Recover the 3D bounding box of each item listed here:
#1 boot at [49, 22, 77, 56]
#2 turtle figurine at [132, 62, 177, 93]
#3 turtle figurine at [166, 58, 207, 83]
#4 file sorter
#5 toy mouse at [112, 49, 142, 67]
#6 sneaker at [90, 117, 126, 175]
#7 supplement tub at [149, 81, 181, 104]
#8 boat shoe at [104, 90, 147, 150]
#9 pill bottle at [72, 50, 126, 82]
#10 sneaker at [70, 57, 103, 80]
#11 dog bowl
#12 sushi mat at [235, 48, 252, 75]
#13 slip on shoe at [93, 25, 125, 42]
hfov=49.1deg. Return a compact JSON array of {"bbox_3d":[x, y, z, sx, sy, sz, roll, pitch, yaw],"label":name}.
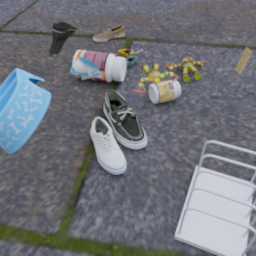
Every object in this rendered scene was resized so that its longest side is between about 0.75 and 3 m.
[{"bbox_3d":[-2.198,-2.926,9.223,0.539,0.962,1.391,25,25,7],"label":"boot"},{"bbox_3d":[0.699,-1.604,8.540,1.406,0.453,1.134,-19,40,3],"label":"turtle figurine"},{"bbox_3d":[2.915,-2.869,13.207,2.028,0.653,1.635,-4,43,-4],"label":"turtle figurine"},{"bbox_3d":[2.520,1.806,7.501,1.768,1.586,2.547,16,45,16],"label":"file sorter"},{"bbox_3d":[-0.268,-3.373,13.954,1.946,0.376,1.729,3,43,3],"label":"toy mouse"},{"bbox_3d":[-0.765,0.544,9.398,0.856,0.830,2.344,-19,46,-20],"label":"sneaker"},{"bbox_3d":[1.512,-1.496,11.590,1.144,0.832,0.832,-14,45,-14],"label":"supplement tub"},{"bbox_3d":[-0.217,-0.376,10.326,1.014,0.913,2.867,-19,46,-20],"label":"boat shoe"},{"bbox_3d":[-1.267,-2.752,12.643,2.208,1.261,1.261,10,44,10],"label":"pill bottle"},{"bbox_3d":[-0.976,-1.357,6.678,0.396,0.418,1.034,50,17,21],"label":"sneaker"},{"bbox_3d":[-2.429,-0.493,5.996,1.457,0.648,2.614,-51,31,4],"label":"dog bowl"},{"bbox_3d":[4.124,-2.385,10.015,0.055,0.915,0.438,7,35,-13],"label":"sushi mat"},{"bbox_3d":[-1.098,-5.384,15.961,1.952,0.591,0.742,-16,45,-17],"label":"slip on shoe"}]
